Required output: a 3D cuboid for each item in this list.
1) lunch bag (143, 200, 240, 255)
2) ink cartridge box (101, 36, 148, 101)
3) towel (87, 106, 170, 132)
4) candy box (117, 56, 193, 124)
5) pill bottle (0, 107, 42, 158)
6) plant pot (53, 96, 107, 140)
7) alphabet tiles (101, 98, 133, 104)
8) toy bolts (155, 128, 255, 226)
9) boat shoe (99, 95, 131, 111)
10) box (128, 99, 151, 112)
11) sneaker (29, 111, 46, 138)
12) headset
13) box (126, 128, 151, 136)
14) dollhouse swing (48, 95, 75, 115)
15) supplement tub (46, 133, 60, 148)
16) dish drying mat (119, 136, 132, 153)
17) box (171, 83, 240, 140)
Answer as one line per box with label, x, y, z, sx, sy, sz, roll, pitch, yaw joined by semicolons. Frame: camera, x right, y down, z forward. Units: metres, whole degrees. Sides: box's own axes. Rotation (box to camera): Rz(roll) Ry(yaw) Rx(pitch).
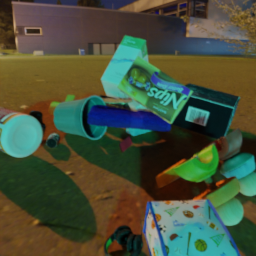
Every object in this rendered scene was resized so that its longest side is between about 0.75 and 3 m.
lunch bag;1.025;2.020;4.715;1.288;0.938;1.515;-2;25;-11
ink cartridge box;-0.091;-2.961;14.905;1.312;2.998;2.179;18;-20;16
towel;-0.033;-0.382;10.233;2.873;0.712;2.122;5;3;-8
candy box;0.845;-1.196;9.022;2.099;1.225;0.593;34;1;4
pill bottle;-4.247;0.047;9.670;2.521;1.424;1.424;15;24;37
plant pot;-1.930;-0.415;11.026;1.647;1.682;1.682;3;18;31
alphabet tiles;-0.703;-1.140;11.735;1.635;0.052;1.361;7;13;24
toy bolts;2.129;1.324;6.918;2.371;1.644;2.265;-25;-11;-32
boat shoe;-0.443;-1.062;13.882;2.758;0.824;0.986;14;24;35
box;0.621;-0.769;12.473;0.682;1.038;1.043;-33;25;-8
sneaker;-3.602;-0.153;11.001;0.526;0.589;1.438;-1;37;-26
headset;0.051;2.181;5.339;1.089;0.511;0.672;-32;31;-32
box;0.550;-0.002;11.604;1.256;0.309;0.517;-15;24;-38
dollhouse swing;-3.128;-1.077;13.088;0.882;1.003;0.912;20;47;-13
supplement tub;-2.705;0.428;10.221;0.404;0.404;0.755;0;18;0
dish drying mat;-0.090;0.569;9.875;0.080;0.336;0.874;-12;11;27
box;3.042;-0.736;11.178;2.260;1.401;2.222;19;25;20
